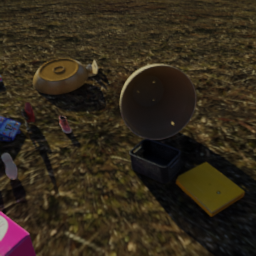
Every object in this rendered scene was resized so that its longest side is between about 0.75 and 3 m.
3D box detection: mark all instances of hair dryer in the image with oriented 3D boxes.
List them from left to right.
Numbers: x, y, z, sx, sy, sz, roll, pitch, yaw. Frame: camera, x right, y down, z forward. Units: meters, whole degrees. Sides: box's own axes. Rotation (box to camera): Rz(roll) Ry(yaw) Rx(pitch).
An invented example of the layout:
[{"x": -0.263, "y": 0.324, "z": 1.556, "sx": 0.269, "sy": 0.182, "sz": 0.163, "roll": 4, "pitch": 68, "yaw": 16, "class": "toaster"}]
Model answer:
[{"x": -3.691, "y": -0.513, "z": 10.391, "sx": 0.343, "sy": 0.963, "sz": 1.264, "roll": -10, "pitch": 41, "yaw": -14, "class": "hair dryer"}]

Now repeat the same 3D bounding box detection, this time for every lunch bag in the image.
[{"x": -4.508, "y": 0.071, "z": 10.115, "sx": 1.166, "sy": 0.548, "sz": 0.877, "roll": 13, "pitch": 37, "yaw": -9, "class": "lunch bag"}]

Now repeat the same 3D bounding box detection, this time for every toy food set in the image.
[{"x": -2.439, "y": -3.058, "z": 14.258, "sx": 1.673, "sy": 0.505, "sz": 1.201, "roll": -9, "pitch": 37, "yaw": -12, "class": "toy food set"}]

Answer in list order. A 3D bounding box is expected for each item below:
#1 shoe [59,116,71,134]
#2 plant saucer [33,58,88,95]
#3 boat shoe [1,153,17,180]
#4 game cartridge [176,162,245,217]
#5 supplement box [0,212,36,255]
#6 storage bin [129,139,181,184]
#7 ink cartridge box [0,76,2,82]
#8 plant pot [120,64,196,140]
[{"x": -2.360, "y": -0.131, "z": 10.411, "sx": 0.285, "sy": 0.362, "sz": 0.797, "roll": -20, "pitch": 41, "yaw": -25, "class": "shoe"}, {"x": -3.242, "y": -2.602, "z": 13.301, "sx": 2.672, "sy": 0.473, "sz": 2.672, "roll": -2, "pitch": 46, "yaw": 2, "class": "plant saucer"}, {"x": -3.613, "y": 1.211, "z": 8.581, "sx": 0.331, "sy": 0.274, "sz": 0.921, "roll": -25, "pitch": 65, "yaw": -21, "class": "boat shoe"}, {"x": 2.308, "y": 1.705, "z": 8.062, "sx": 1.320, "sy": 0.243, "sz": 1.498, "roll": -21, "pitch": 39, "yaw": -25, "class": "game cartridge"}, {"x": -3.296, "y": 2.490, "z": 6.119, "sx": 2.417, "sy": 1.249, "sz": 1.223, "roll": 22, "pitch": 41, "yaw": 28, "class": "supplement box"}, {"x": 0.823, "y": 0.981, "z": 8.519, "sx": 1.378, "sy": 0.646, "sz": 0.932, "roll": 20, "pitch": 41, "yaw": 35, "class": "storage bin"}, {"x": -6.542, "y": -2.318, "z": 13.447, "sx": 0.780, "sy": 0.298, "sz": 0.532, "roll": -30, "pitch": 46, "yaw": -32, "class": "ink cartridge box"}, {"x": 0.893, "y": -1.117, "z": 10.116, "sx": 2.608, "sy": 2.608, "sz": 1.751, "roll": -6, "pitch": 24, "yaw": -7, "class": "plant pot"}]
